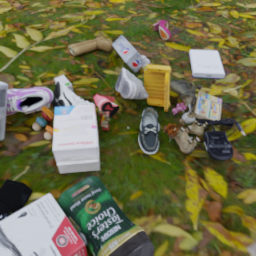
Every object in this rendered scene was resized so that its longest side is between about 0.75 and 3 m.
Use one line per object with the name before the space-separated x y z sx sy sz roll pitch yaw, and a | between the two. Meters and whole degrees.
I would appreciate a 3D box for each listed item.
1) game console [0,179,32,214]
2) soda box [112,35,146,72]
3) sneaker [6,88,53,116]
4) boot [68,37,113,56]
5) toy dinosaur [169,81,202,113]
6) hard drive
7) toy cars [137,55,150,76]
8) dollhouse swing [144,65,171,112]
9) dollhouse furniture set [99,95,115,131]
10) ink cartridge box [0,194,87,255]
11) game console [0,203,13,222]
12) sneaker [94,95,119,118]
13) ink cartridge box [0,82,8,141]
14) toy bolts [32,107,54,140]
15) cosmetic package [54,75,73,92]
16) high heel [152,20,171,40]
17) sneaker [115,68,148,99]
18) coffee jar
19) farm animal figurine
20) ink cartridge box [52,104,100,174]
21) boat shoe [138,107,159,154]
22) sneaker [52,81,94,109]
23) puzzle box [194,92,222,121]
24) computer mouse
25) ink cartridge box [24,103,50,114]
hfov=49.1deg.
game console | -4.411 2.150 8.569 2.598 0.313 1.533 12 45 10
soda box | 0.006 -3.745 14.048 0.757 0.814 2.386 -42 41 11
sneaker | -4.291 -0.955 10.509 2.690 0.975 1.534 -15 16 2
boot | -2.011 -4.319 15.206 1.996 0.660 1.748 -24 35 -25
toy dinosaur | 2.321 -1.673 11.980 1.240 0.934 2.426 -4 46 -43
hard drive | 3.979 -3.292 14.330 1.503 0.289 2.278 3 43 3
toy cars | 0.752 -3.261 14.217 0.822 0.406 1.833 -3 43 -3
dollhouse swing | 1.101 -1.545 11.261 1.440 1.585 1.393 10 31 22
dollhouse furniture set | -0.947 -0.508 11.032 0.605 0.801 1.488 9 49 4
ink cartridge box | -2.595 3.179 6.892 2.612 1.094 1.885 -29 50 -27
game console | -3.978 2.784 7.683 0.925 0.189 1.568 22 63 19
sneaker | -0.767 -0.826 9.892 0.533 1.447 0.628 -46 70 2
ink cartridge box | -5.754 -0.867 10.372 2.702 2.163 0.639 17 19 16
toy bolts | -3.195 -0.199 10.596 1.224 1.169 0.849 24 69 44
cosmetic package | -2.960 -1.969 12.853 0.509 0.401 0.946 -28 51 -21
high heel | 2.318 -5.917 16.795 1.080 0.758 2.251 -21 33 -7
sneaker | 0.123 -1.753 11.930 1.037 0.945 2.530 14 27 -20
coffee jar | -0.624 2.636 7.414 1.428 1.168 2.737 -29 51 -27
farm animal figurine | 2.050 0.071 10.444 1.464 0.911 1.812 34 46 5
ink cartridge box | -1.717 0.466 9.460 1.398 1.362 2.174 -4 50 -5
boat shoe | 0.778 0.050 10.531 0.786 0.627 2.080 1 45 -6
sneaker | -2.260 -1.007 11.593 1.450 0.951 2.519 9 31 -30
puzzle box | 3.330 -0.838 11.648 1.049 0.201 1.577 20 46 3
computer mouse | 3.511 0.469 10.212 1.625 0.533 2.314 -3 37 -1
ink cartridge box | -3.858 -1.091 11.747 1.097 0.465 0.799 -13 43 1
